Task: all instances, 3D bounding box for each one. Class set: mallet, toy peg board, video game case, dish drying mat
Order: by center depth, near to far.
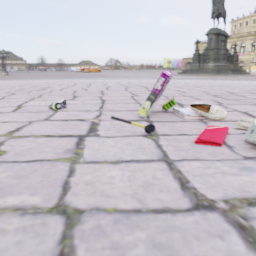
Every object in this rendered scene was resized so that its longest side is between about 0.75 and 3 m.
[{"bbox_3d":[2.881,0.230,9.484,0.856,0.203,2.228,6,14,24],"label":"dish drying mat"},{"bbox_3d":[0.161,-0.132,9.815,1.593,0.328,0.525,15,-9,0],"label":"mallet"},{"bbox_3d":[1.392,-1.707,13.753,0.453,2.292,2.528,32,18,5],"label":"video game case"},{"bbox_3d":[2.182,-1.147,14.711,0.781,0.382,0.778,-34,-17,-1],"label":"toy peg board"}]

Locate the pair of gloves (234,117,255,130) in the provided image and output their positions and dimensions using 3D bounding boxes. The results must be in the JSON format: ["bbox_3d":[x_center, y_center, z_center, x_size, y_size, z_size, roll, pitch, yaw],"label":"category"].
[{"bbox_3d":[4.906,-0.100,10.897,1.255,0.259,1.476,12,19,32],"label":"pair of gloves"}]

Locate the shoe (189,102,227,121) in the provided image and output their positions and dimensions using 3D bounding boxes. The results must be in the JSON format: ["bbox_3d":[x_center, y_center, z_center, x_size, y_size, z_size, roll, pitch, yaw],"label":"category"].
[{"bbox_3d":[3.492,-0.761,12.384,1.743,0.609,0.465,20,-4,35],"label":"shoe"}]

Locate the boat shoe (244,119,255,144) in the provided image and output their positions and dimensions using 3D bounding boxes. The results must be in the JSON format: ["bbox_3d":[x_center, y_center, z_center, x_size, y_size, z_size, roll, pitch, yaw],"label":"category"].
[{"bbox_3d":[4.067,0.258,8.464,0.773,0.757,2.169,29,13,12],"label":"boat shoe"}]

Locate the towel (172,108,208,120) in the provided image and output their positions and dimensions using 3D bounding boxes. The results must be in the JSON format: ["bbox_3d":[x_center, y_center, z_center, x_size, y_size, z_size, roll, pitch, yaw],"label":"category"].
[{"bbox_3d":[3.304,-0.742,13.663,1.858,0.314,1.945,-2,13,-10],"label":"towel"}]

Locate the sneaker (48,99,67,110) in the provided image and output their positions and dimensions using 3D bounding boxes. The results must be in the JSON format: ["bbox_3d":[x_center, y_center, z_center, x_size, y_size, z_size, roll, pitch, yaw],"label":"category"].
[{"bbox_3d":[-3.958,-1.315,15.808,0.589,0.538,1.456,1,11,19],"label":"sneaker"}]
